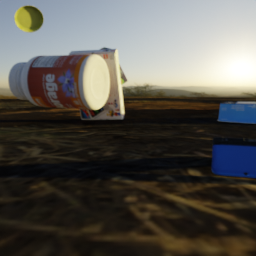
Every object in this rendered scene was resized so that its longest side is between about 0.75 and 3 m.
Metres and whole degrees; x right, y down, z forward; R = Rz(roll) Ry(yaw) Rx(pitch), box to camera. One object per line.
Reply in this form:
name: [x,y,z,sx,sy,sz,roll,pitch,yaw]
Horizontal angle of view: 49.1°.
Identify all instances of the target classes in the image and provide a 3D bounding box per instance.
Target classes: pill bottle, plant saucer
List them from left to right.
plant saucer: [-3.039,-3.350,8.583,0.861,0.861,0.134,-4,46,-29]
pill bottle: [-2.220,-1.451,8.878,2.960,1.660,1.660,5,9,22]

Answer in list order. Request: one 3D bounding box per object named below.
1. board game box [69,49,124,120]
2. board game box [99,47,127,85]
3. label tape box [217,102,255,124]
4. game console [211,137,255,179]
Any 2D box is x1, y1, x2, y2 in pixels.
board game box: [-1.060,-1.463,9.905,1.602,2.537,0.439,0,32,8]
board game box: [-0.593,-2.290,10.351,0.374,1.318,1.090,-32,26,-8]
label tape box: [4.153,-0.581,10.126,1.516,0.699,2.116,4,7,26]
game console: [1.825,0.530,4.081,1.171,0.693,0.999,3,-23,17]
